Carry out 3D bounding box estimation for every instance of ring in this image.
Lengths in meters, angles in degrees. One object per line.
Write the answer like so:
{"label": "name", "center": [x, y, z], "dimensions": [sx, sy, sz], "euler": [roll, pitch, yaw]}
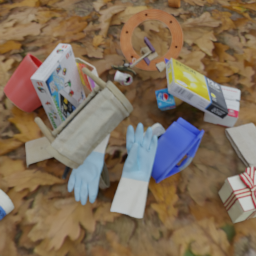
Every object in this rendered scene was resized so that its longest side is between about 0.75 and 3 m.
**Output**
{"label": "ring", "center": [0.960, -3.599, 11.516], "dimensions": [2.572, 0.247, 2.572], "euler": [0, 87, 6]}

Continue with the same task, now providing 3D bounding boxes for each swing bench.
{"label": "swing bench", "center": [-1.170, -0.228, 7.622], "dimensions": [2.192, 1.430, 2.204], "euler": [-46, 33, -2]}

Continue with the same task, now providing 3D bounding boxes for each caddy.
{"label": "caddy", "center": [1.389, 0.744, 8.536], "dimensions": [1.142, 2.175, 1.538], "euler": [42, 25, 10]}

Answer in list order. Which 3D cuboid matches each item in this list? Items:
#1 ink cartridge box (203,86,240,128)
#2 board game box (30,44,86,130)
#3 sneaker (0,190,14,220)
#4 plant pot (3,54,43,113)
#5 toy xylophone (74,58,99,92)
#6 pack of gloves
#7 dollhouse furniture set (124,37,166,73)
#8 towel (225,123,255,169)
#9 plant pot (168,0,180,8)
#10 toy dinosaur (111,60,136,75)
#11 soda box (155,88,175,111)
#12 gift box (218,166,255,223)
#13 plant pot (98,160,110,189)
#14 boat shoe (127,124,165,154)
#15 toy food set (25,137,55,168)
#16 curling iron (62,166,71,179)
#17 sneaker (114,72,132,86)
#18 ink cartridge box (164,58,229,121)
{"label": "ink cartridge box", "center": [3.535, -0.848, 10.541], "dimensions": [1.096, 0.629, 1.509], "euler": [15, 51, 9]}
{"label": "board game box", "center": [-2.175, -1.144, 9.450], "dimensions": [0.480, 2.776, 1.752], "euler": [14, 53, 16]}
{"label": "sneaker", "center": [-4.831, 2.004, 8.261], "dimensions": [2.657, 1.020, 1.478], "euler": [36, 53, 16]}
{"label": "plant pot", "center": [-3.537, -1.533, 10.340], "dimensions": [1.583, 1.789, 1.789], "euler": [-43, 61, 4]}
{"label": "toy xylophone", "center": [-1.511, -1.783, 9.916], "dimensions": [0.460, 1.341, 1.831], "euler": [-34, 35, -20]}
{"label": "pack of gloves", "center": [-0.474, 1.079, 7.861], "dimensions": [2.318, 0.545, 2.760], "euler": [11, 96, 2]}
{"label": "dollhouse furniture set", "center": [0.530, -2.285, 10.243], "dimensions": [1.131, 1.594, 1.263], "euler": [-36, 92, 4]}
{"label": "towel", "center": [4.264, 0.609, 9.752], "dimensions": [1.131, 0.294, 1.707], "euler": [-12, 54, -11]}
{"label": "plant pot", "center": [2.437, -6.813, 14.930], "dimensions": [0.551, 0.787, 0.787], "euler": [0, 52, 20]}
{"label": "toy dinosaur", "center": [-0.129, -2.605, 11.857], "dimensions": [1.169, 0.277, 0.515], "euler": [17, 93, 19]}
{"label": "soda box", "center": [1.350, -0.986, 9.950], "dimensions": [0.566, 1.763, 0.598], "euler": [-12, 88, 11]}
{"label": "gift box", "center": [3.522, 1.931, 8.207], "dimensions": [1.286, 1.201, 1.187], "euler": [-17, 56, -11]}
{"label": "plant pot", "center": [-1.177, 1.481, 8.748], "dimensions": [0.913, 1.052, 1.052], "euler": [-18, 54, 6]}
{"label": "boat shoe", "center": [0.634, 0.510, 9.407], "dimensions": [1.507, 0.526, 0.537], "euler": [-42, 62, 5]}
{"label": "toy food set", "center": [-2.897, 0.800, 9.607], "dimensions": [1.254, 0.379, 0.900], "euler": [-17, 56, -2]}
{"label": "curling iron", "center": [-1.639, 0.795, 8.914], "dimensions": [0.480, 0.248, 1.937], "euler": [38, 98, 46]}
{"label": "sneaker", "center": [-0.071, -1.776, 10.471], "dimensions": [0.495, 0.457, 1.122], "euler": [23, 12, 22]}
{"label": "ink cartridge box", "center": [2.313, -1.518, 9.623], "dimensions": [2.204, 0.524, 2.230], "euler": [23, 42, -17]}
